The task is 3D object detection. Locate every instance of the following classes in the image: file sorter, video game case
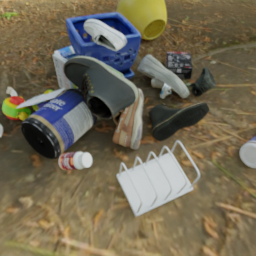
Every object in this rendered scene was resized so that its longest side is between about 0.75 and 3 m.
[{"bbox_3d":[0.840,1.357,7.883,1.915,1.192,1.329,-20,63,-18],"label":"file sorter"},{"bbox_3d":[-2.143,-1.854,11.149,2.216,1.586,0.200,34,54,30],"label":"video game case"}]

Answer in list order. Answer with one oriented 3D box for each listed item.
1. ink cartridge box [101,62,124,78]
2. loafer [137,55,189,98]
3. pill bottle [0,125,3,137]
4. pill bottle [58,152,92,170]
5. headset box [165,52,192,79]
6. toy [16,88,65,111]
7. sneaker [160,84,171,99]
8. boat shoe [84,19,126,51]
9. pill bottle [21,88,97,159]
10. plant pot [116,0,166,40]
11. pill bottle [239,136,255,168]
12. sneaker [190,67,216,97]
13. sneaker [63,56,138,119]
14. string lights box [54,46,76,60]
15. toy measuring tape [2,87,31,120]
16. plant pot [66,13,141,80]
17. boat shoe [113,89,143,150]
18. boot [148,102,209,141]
[{"bbox_3d":[-0.794,-1.878,9.974,1.441,0.748,0.427,32,77,19],"label":"ink cartridge box"},{"bbox_3d":[1.457,-2.049,11.945,0.972,0.974,2.784,-49,56,9],"label":"loafer"},{"bbox_3d":[-5.114,-0.050,9.634,1.430,0.816,0.816,22,48,23],"label":"pill bottle"},{"bbox_3d":[-1.593,0.997,8.456,0.957,0.524,0.524,-8,36,33],"label":"pill bottle"},{"bbox_3d":[2.316,-2.952,12.992,1.165,0.605,1.566,3,43,3],"label":"headset box"},{"bbox_3d":[-3.098,-0.962,10.462,1.350,0.554,2.345,-16,19,1],"label":"toy"},{"bbox_3d":[1.520,-1.399,11.199,0.372,0.857,0.321,26,68,11],"label":"sneaker"},{"bbox_3d":[-0.964,-3.291,9.968,1.903,0.700,0.622,30,64,27],"label":"boat shoe"},{"bbox_3d":[-2.059,-0.366,9.622,1.583,1.583,2.831,24,49,23],"label":"pill bottle"},{"bbox_3d":[0.981,-5.828,14.813,2.680,2.680,1.902,-19,65,-18],"label":"plant pot"},{"bbox_3d":[4.330,0.642,9.064,1.456,0.842,0.842,-26,49,-36],"label":"pill bottle"},{"bbox_3d":[3.049,-1.918,11.642,1.014,0.676,1.769,-33,20,28],"label":"sneaker"},{"bbox_3d":[-1.221,-1.360,8.848,2.853,1.067,1.515,27,39,19],"label":"sneaker"},{"bbox_3d":[-3.027,-3.640,13.764,1.045,0.308,0.537,-27,71,-21],"label":"string lights box"},{"bbox_3d":[-4.508,-0.985,10.737,0.907,0.907,2.466,-27,47,-25],"label":"toy measuring tape"},{"bbox_3d":[-1.095,-3.290,12.088,2.550,2.292,2.549,-15,45,-19],"label":"plant pot"},{"bbox_3d":[-0.016,-0.485,10.046,1.044,1.101,2.908,5,40,0],"label":"boat shoe"},{"bbox_3d":[1.666,-0.621,10.009,2.107,0.816,1.458,-27,39,11],"label":"boot"}]
